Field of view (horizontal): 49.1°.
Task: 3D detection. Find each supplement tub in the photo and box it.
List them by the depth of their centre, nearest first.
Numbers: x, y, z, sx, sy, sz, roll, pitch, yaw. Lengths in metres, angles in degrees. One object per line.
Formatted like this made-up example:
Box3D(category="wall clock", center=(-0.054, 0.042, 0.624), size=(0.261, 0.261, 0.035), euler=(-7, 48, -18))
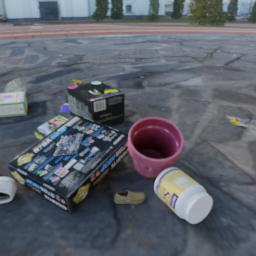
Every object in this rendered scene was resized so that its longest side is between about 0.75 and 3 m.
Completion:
Box3D(category="supplement tub", center=(1.394, 1.711, 7.186), size=(0.954, 0.954, 1.312), euler=(-15, 29, -27))

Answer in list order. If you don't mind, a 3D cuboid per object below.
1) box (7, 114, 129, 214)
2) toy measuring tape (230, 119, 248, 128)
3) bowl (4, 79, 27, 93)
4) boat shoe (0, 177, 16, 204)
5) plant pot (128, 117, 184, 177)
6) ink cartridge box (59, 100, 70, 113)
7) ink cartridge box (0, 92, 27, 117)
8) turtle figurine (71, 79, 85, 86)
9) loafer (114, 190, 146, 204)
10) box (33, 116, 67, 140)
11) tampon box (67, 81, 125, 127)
Box3D(category="box", center=(-1.654, 0.865, 8.498), size=(2.359, 0.683, 2.968), euler=(20, 42, 27))
Box3D(category="toy measuring tape", center=(4.719, -0.197, 11.844), size=(0.766, 0.282, 0.282), euler=(21, 33, 35))
Box3D(category="bowl", center=(-5.840, -1.999, 14.860), size=(1.211, 1.211, 0.568), euler=(-27, 74, -43))
Box3D(category="boat shoe", center=(-4.081, 1.727, 7.363), size=(2.096, 0.771, 0.685), euler=(-7, 24, -12))
Box3D(category="plant pot", center=(0.732, 0.710, 8.389), size=(1.576, 1.411, 1.576), euler=(3, 51, -4))
Box3D(category="ink cartridge box", center=(-2.639, -1.051, 13.599), size=(1.091, 0.239, 1.101), euler=(4, 28, 7))
Box3D(category="ink cartridge box", center=(-5.988, -1.041, 13.003), size=(2.414, 0.716, 1.253), euler=(-8, 30, -14))
Box3D(category="turtle figurine", center=(-3.135, -2.822, 17.116), size=(0.724, 0.289, 0.897), euler=(20, 33, 35))
Box3D(category="loafer", center=(0.052, 1.872, 7.604), size=(0.876, 0.296, 0.333), euler=(-5, 27, -9))
Box3D(category="box", center=(-2.348, 0.296, 10.420), size=(2.308, 0.401, 1.270), euler=(22, 44, 38))
Box3D(category="tampon box", center=(-1.404, -1.015, 12.196), size=(1.643, 1.384, 2.193), euler=(-18, 32, -32))
